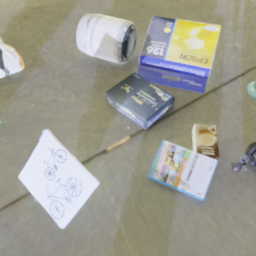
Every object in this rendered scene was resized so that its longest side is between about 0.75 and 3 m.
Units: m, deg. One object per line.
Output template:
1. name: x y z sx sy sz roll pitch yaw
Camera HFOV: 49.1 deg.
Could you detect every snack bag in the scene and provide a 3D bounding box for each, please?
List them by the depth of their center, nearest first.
1. snack bag: -1.877 1.319 7.190 1.982 1.869 0.212 42 23 15

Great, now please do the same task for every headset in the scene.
1. headset: 3.954 0.909 8.001 2.293 1.077 1.416 -8 50 -21

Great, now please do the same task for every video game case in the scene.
1. video game case: 1.563 1.190 8.054 1.657 0.148 1.186 21 80 17

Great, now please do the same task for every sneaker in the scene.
1. sneaker: -5.425 -2.993 11.107 2.816 1.065 1.234 36 60 26

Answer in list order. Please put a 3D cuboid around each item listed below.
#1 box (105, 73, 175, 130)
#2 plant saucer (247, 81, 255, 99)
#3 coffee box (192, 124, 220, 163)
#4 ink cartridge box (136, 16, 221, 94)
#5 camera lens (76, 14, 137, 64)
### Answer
1. box: 0.403 -1.008 9.881 1.956 0.499 1.543 37 61 26
2. plant saucer: 5.016 -1.432 10.423 1.068 0.192 1.068 0 52 0
3. coffee box: 2.390 0.512 8.689 0.698 0.487 1.221 3 52 3
4. ink cartridge box: 1.912 -2.926 10.829 2.749 0.654 2.782 14 69 10
5. camera lens: -0.791 -3.550 11.150 2.067 1.654 1.654 19 54 14
